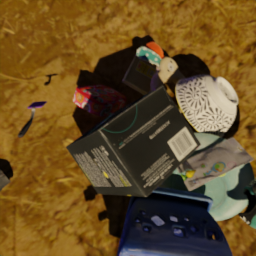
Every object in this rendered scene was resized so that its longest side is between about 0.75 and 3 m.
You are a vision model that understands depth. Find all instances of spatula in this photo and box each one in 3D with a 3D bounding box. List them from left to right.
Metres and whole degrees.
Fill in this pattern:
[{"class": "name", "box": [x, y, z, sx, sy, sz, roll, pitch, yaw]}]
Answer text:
[{"class": "spatula", "box": [-2.634, -0.293, 7.619, 0.477, 0.173, 1.688, -4, 41, 8]}]

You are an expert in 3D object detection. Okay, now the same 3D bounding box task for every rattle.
[{"class": "rattle", "box": [1.632, -1.726, 8.928, 1.856, 2.037, 2.852, -14, 89, -24]}]

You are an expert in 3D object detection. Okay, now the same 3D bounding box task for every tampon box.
[{"class": "tampon box", "box": [-0.019, 0.477, 7.513, 2.130, 2.842, 1.794, -37, 97, -27]}]

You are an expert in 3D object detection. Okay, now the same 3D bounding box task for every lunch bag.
[{"class": "lunch bag", "box": [-1.000, -0.978, 9.319, 1.439, 1.634, 0.669, 31, 115, 24]}]

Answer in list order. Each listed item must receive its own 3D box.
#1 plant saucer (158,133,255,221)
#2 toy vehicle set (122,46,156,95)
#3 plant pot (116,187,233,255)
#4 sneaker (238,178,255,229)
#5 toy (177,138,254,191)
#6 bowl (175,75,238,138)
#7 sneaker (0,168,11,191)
[{"class": "plant saucer", "box": [2.094, 1.623, 8.167, 2.968, 0.571, 2.968, 7, 111, 19]}, {"class": "toy vehicle set", "box": [0.557, -2.004, 9.781, 1.008, 0.215, 1.622, 29, 66, -8]}, {"class": "plant pot", "box": [0.976, 2.991, 7.307, 2.521, 2.522, 2.267, 9, 36, -2]}, {"class": "sneaker", "box": [3.494, 1.471, 7.109, 0.870, 0.777, 2.178, 23, 74, 13]}, {"class": "toy", "box": [2.199, 1.000, 7.255, 1.739, 0.411, 1.001, -24, 34, 1]}, {"class": "bowl", "box": [2.586, -0.846, 8.472, 2.242, 1.052, 2.242, 25, 47, -30]}, {"class": "sneaker", "box": [-4.751, 1.442, 9.144, 1.862, 0.696, 0.989, 45, 73, 3]}]
